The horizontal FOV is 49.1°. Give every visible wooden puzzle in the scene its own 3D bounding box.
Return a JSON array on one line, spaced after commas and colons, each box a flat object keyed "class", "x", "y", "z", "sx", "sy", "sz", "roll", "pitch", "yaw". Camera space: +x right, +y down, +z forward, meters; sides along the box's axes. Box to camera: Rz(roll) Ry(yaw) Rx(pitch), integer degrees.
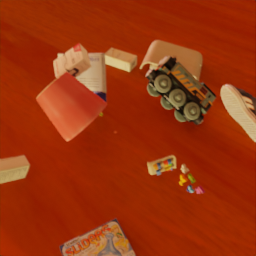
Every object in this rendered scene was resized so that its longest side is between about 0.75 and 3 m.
[{"class": "wooden puzzle", "x": 1.105, "y": 1.261, "z": 9.048, "sx": 0.905, "sy": 0.839, "sz": 0.210, "roll": -14, "pitch": 54, "yaw": 1}]

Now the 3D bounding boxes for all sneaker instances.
[{"class": "sneaker", "x": 4.783, "y": -0.694, "z": 11.019, "sx": 1.089, "sy": 1.075, "sz": 2.742, "roll": -21, "pitch": 61, "yaw": -12}]

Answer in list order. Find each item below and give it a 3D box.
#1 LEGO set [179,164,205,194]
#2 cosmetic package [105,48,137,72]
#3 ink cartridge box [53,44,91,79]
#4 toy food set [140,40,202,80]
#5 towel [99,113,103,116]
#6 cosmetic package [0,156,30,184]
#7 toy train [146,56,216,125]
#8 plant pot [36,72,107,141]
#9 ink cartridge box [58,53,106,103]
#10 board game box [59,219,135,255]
[{"class": "LEGO set", "x": 1.788, "y": 1.652, "z": 8.450, "sx": 0.383, "sy": 0.412, "sz": 1.003, "roll": -23, "pitch": 66, "yaw": -25}, {"class": "cosmetic package", "x": -0.382, "y": -3.370, "z": 13.845, "sx": 1.479, "sy": 0.540, "sz": 0.766, "roll": 23, "pitch": 51, "yaw": 18}, {"class": "ink cartridge box", "x": -1.967, "y": -2.225, "z": 9.785, "sx": 1.197, "sy": 0.505, "sz": 0.867, "roll": -29, "pitch": 54, "yaw": 16}, {"class": "toy food set", "x": 2.153, "y": -3.107, "z": 13.536, "sx": 2.808, "sy": 0.848, "sz": 2.015, "roll": 18, "pitch": 49, "yaw": 5}, {"class": "towel", "x": -1.267, "y": -0.750, "z": 10.959, "sx": 0.116, "sy": 0.551, "sz": 1.281, "roll": -52, "pitch": 16, "yaw": 3}, {"class": "cosmetic package", "x": -3.889, "y": 1.354, "z": 8.875, "sx": 1.302, "sy": 0.674, "sz": 0.476, "roll": -8, "pitch": 48, "yaw": -49}, {"class": "toy train", "x": 2.017, "y": -1.434, "z": 10.767, "sx": 2.848, "sy": 1.213, "sz": 1.623, "roll": 42, "pitch": 77, "yaw": -8}, {"class": "plant pot", "x": -1.934, "y": -0.767, "z": 9.194, "sx": 1.678, "sy": 1.896, "sz": 1.896, "roll": 47, "pitch": 53, "yaw": -13}, {"class": "ink cartridge box", "x": -1.792, "y": -1.896, "z": 10.914, "sx": 1.967, "sy": 1.971, "sz": 0.400, "roll": 5, "pitch": 18, "yaw": 22}, {"class": "board game box", "x": -0.851, "y": 3.421, "z": 7.701, "sx": 1.760, "sy": 0.303, "sz": 1.192, "roll": -22, "pitch": 51, "yaw": -19}]
